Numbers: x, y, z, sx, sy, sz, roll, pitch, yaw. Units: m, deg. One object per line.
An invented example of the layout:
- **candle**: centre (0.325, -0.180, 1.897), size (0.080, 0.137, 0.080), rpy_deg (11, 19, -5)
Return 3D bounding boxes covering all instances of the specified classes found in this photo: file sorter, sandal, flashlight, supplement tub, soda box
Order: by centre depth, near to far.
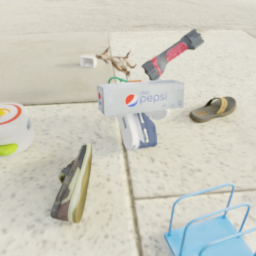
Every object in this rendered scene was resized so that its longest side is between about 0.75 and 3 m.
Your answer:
- **file sorter**: centre (2.337, 2.951, 6.464), size (1.945, 1.719, 2.803), rpy_deg (-12, 38, -14)
- **soda box**: centre (0.440, -1.094, 9.748), size (2.922, 0.927, 0.997), rpy_deg (-7, 19, -16)
- **flashlight**: centre (1.676, -2.684, 10.435), size (2.422, 0.820, 0.823), rpy_deg (-33, 14, 4)
- **supplement tub**: centre (1.190, -1.199, 11.435), size (1.079, 1.079, 1.538), rpy_deg (5, 53, 7)
- **sandal**: centre (3.894, -0.991, 12.680), size (2.676, 0.730, 1.094), rpy_deg (-17, 40, -22)

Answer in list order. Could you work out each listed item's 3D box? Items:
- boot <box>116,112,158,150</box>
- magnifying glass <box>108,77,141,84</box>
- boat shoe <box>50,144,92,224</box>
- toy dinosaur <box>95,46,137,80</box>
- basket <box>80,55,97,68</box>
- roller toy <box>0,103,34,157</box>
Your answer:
- **boot**: centre (0.291, -0.447, 10.949), size (1.222, 0.984, 2.704), rpy_deg (-1, 71, -31)
- **magnifying glass**: centre (-0.146, -1.843, 11.368), size (1.371, 0.546, 0.154), rpy_deg (0, 44, 7)
- **boat shoe**: centre (-1.733, 1.581, 8.888), size (0.983, 1.069, 2.991), rpy_deg (5, 41, -1)
- **toy dinosaur**: centre (-0.530, -3.152, 13.481), size (1.519, 2.241, 0.962), rpy_deg (19, 81, 21)
- **basket**: centre (-2.381, -4.054, 16.997), size (0.919, 0.623, 0.567), rpy_deg (11, 33, 14)
- **roller toy**: centre (-4.726, -0.018, 10.698), size (2.149, 1.502, 1.961), rpy_deg (19, 40, 24)
